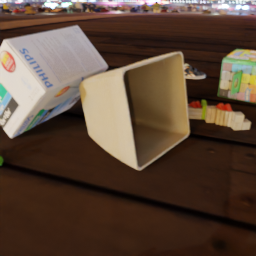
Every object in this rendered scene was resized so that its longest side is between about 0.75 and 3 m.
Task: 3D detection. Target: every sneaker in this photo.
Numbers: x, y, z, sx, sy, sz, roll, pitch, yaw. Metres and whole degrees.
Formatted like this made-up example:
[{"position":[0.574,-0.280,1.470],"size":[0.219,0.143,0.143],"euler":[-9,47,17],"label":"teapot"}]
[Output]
[{"position":[3.183,-2.896,14.422],"size":[1.643,0.652,0.644],"euler":[2,26,1],"label":"sneaker"}]

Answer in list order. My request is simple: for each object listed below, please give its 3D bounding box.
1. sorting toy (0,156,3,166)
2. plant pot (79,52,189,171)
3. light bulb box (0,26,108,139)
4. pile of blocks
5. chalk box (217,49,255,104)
[{"position":[-3.909,0.726,7.503],"size":[1.065,0.437,0.640],"euler":[26,49,22],"label":"sorting toy"},{"position":[0.060,-0.655,8.376],"size":[2.335,2.638,2.635],"euler":[8,26,42],"label":"plant pot"},{"position":[-2.704,-1.505,9.020],"size":[1.789,2.841,2.866],"euler":[52,41,-1],"label":"light bulb box"},{"position":[3.155,-0.617,9.947],"size":[2.380,0.740,0.977],"euler":[17,32,28],"label":"pile of blocks"},{"position":[4.953,-2.177,11.896],"size":[1.706,1.715,2.756],"euler":[16,33,29],"label":"chalk box"}]
